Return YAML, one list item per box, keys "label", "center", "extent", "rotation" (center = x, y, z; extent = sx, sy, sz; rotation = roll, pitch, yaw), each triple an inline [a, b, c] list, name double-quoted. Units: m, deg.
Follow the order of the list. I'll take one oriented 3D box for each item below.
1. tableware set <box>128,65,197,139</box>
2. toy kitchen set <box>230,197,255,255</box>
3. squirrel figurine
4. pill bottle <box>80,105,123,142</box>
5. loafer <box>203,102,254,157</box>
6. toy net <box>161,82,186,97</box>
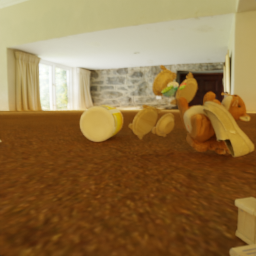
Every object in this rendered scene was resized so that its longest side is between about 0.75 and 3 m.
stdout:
- label: "tableware set"
  center: [1.267, -0.766, 9.649]
  extent: [2.348, 2.810, 0.326]
  rotation: [18, 15, -49]
- label: "toy kitchen set"
  center: [1.434, 1.059, 3.182]
  extent: [1.212, 1.096, 1.343]
  rotation: [-2, 6, -17]
- label: "squirrel figurine"
  center: [2.987, -0.180, 9.515]
  extent: [2.015, 2.159, 1.528]
  rotation: [-16, 26, -7]
- label: "pill bottle"
  center: [-1.158, -0.297, 13.564]
  extent: [1.588, 1.588, 2.907]
  rotation: [1, 6, 10]
- label: "loafer"
  center: [2.841, 0.062, 8.253]
  extent: [0.669, 1.958, 0.741]
  rotation: [-39, -8, -4]
- label: "toy net"
  center: [1.258, -1.151, 7.786]
  extent: [0.653, 0.240, 1.244]
  rotation: [-34, 10, 15]
